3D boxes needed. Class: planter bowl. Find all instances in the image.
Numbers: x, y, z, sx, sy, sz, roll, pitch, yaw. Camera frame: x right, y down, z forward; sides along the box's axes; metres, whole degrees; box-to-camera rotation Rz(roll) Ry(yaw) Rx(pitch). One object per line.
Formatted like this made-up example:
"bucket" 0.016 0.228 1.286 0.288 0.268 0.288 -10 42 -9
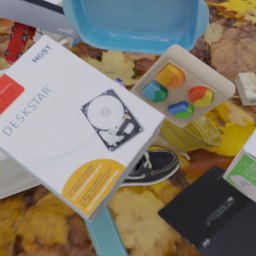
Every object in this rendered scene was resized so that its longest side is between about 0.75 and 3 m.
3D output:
"planter bowl" 1.527 0.019 7.790 2.044 0.851 2.044 27 30 -17

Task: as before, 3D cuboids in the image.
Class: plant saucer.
"plant saucer" -0.632 2.405 6.765 0.657 0.178 1.879 -20 57 -14

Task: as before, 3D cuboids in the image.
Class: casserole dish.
"casserole dish" 0.124 -2.400 5.653 2.968 1.798 0.576 9 54 14

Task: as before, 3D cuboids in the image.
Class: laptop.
"laptop" 2.342 2.394 6.751 2.137 1.323 2.282 -33 33 -19

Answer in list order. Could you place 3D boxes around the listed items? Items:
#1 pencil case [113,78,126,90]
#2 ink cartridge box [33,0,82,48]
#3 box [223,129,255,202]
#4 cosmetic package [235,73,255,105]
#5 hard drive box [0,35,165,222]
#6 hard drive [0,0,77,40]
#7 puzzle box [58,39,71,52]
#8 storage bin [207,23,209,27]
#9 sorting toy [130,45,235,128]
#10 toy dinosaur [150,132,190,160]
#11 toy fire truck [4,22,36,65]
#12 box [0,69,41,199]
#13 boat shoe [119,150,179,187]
"pencil case" -0.551 -0.418 4.887 0.509 1.190 0.499 15 62 -43
"ink cartridge box" -2.682 -3.956 10.116 1.403 1.922 1.410 33 61 21
"box" 2.804 0.162 4.635 1.208 2.498 2.204 37 84 21
"cosmetic package" 3.964 -1.288 9.194 0.585 0.395 1.112 -3 55 -2
"hard drive box" -0.821 -0.009 3.844 2.063 0.792 1.607 34 72 10
"hard drive" -2.426 -2.922 6.969 2.446 0.518 1.650 13 26 -17
"puzzle box" -2.583 -2.249 9.491 1.518 1.010 0.193 -39 63 -23
"storage bin" 1.937 -3.411 8.689 0.884 0.878 0.414 27 73 42
"sorting toy" 0.871 -0.596 4.855 1.316 1.422 0.259 31 53 -13
"toy dinosaur" 0.539 0.062 8.208 2.748 0.800 1.390 17 74 5
"toy fire truck" -2.635 -2.115 6.905 0.327 0.947 1.343 13 83 -9
"box" -3.558 0.342 6.865 2.430 2.092 2.442 -18 64 -15
"boat shoe" 0.163 0.978 7.381 2.516 0.759 0.929 -8 52 -6
